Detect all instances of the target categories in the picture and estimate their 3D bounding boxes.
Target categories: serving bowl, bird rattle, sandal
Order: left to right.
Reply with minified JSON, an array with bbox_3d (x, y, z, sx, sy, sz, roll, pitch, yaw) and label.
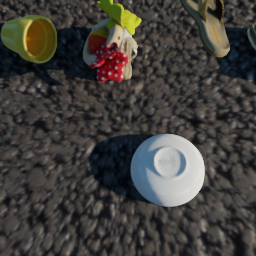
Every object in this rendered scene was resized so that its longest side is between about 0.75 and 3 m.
[{"bbox_3d":[-0.610,-2.454,8.268,1.351,1.956,2.399,15,83,-39],"label":"bird rattle"},{"bbox_3d":[1.023,0.965,7.099,1.917,0.631,1.917,0,65,1],"label":"serving bowl"},{"bbox_3d":[1.782,-2.608,6.205,0.852,0.573,2.122,-16,80,-28],"label":"sandal"}]

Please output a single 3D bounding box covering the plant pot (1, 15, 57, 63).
[{"bbox_3d":[-3.084,-2.753,8.532,1.268,1.348,1.348,18,65,26],"label":"plant pot"}]

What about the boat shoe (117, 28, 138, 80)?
[{"bbox_3d":[-0.067,-2.396,8.638,0.707,0.773,2.068,12,76,3],"label":"boat shoe"}]

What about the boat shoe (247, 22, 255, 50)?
[{"bbox_3d":[4.602,-2.483,8.616,0.874,0.774,2.387,-23,67,-10],"label":"boat shoe"}]
